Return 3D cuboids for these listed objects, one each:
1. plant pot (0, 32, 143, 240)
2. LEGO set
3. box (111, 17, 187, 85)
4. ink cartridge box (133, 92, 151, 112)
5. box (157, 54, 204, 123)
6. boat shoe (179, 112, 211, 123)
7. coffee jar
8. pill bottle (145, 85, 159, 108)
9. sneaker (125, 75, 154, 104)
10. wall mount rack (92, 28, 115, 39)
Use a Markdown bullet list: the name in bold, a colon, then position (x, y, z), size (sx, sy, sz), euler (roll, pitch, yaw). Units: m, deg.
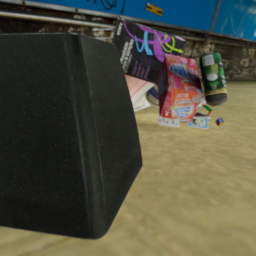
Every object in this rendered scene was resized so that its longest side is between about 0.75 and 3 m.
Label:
- **plant pot**: position (-1.222, -0.184, 4.308), size (2.599, 2.306, 2.593), euler (4, 14, 13)
- **LEGO set**: position (1.859, -0.481, 8.393), size (1.879, 0.461, 1.403), euler (6, 55, 3)
- **box**: position (0.424, -1.922, 7.313), size (1.849, 1.322, 0.334), euler (17, 27, -4)
- **ink cartridge box**: position (0.516, -1.378, 10.357), size (1.620, 0.501, 1.997), euler (-22, -22, -29)
- **box**: position (1.110, -0.928, 6.285), size (0.748, 0.781, 1.567), euler (10, 40, -5)
- **boat shoe**: position (2.019, -0.361, 8.497), size (0.369, 0.314, 1.103), euler (27, -21, -36)
- **coffee jar**: position (1.712, -0.946, 5.631), size (0.433, 1.014, 0.529), euler (-9, -6, 17)
- **pill bottle**: position (1.217, -1.440, 9.177), size (0.883, 1.592, 0.883), euler (11, 53, -15)
- **sneaker**: position (-0.259, -1.362, 8.605), size (1.416, 2.709, 1.020), euler (36, 25, -26)
- **wall mount rack**: position (-0.475, -2.490, 7.889), size (0.979, 0.420, 1.127), euler (39, -4, 2)
